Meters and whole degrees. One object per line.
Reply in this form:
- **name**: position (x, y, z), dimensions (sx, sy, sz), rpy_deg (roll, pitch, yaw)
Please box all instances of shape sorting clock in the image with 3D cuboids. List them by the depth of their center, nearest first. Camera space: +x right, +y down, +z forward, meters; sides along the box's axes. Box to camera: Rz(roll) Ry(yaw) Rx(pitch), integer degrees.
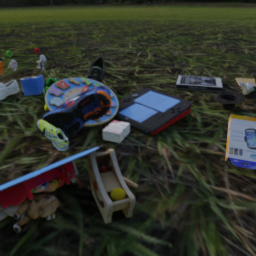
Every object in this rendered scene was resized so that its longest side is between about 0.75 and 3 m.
- **shape sorting clock**: position (-1.662, -1.050, 10.302), dimensions (2.665, 0.523, 2.665), rpy_deg (7, 42, -6)

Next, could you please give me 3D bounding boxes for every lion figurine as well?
- **lion figurine**: position (-2.302, 1.679, 5.773), dimensions (1.606, 0.582, 0.984), rpy_deg (2, 17, 15)

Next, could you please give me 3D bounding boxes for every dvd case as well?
- **dvd case**: position (3.516, -2.216, 13.910), dimensions (2.139, 0.264, 1.607), rpy_deg (7, 27, 12)

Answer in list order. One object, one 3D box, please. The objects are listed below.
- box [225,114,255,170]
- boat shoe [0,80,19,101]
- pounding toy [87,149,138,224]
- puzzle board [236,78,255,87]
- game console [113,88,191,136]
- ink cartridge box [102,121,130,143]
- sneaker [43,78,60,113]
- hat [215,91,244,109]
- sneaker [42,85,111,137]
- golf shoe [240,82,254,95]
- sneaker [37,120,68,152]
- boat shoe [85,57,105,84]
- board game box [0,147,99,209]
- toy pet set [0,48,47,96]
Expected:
- **box**: position (3.013, 0.387, 7.213), dimensions (0.872, 0.304, 1.464), rpy_deg (10, 64, 11)
- **boat shoe**: position (-5.633, -1.661, 12.341), dimensions (0.676, 0.662, 1.910), rpy_deg (9, 28, 18)
- **pounding toy**: position (-0.249, 1.097, 6.289), dimensions (1.135, 1.132, 1.979), rpy_deg (-10, 29, -20)
- **puzzle board**: position (6.364, -2.234, 14.098), dimensions (1.639, 0.143, 1.235), rpy_deg (4, 28, 10)
- **game console**: position (0.743, -0.728, 10.506), dimensions (2.360, 0.414, 2.668), rpy_deg (-27, 36, -33)
- **ink cartridge box**: position (-0.384, 0.116, 9.127), dimensions (0.620, 0.350, 0.846), rpy_deg (11, 28, 20)
- **sneaker**: position (-2.984, -1.627, 11.742), dimensions (1.050, 1.146, 2.691), rpy_deg (-5, 27, -11)
- **hat**: position (4.087, -1.054, 11.354), dimensions (1.214, 0.490, 1.214), rpy_deg (-6, 30, 4)
- **sneaker**: position (-1.586, -0.526, 8.898), dimensions (2.717, 1.023, 1.066), rpy_deg (-20, 27, 24)
- **golf shoe**: position (5.574, -1.814, 12.933), dimensions (0.575, 0.463, 1.183), rpy_deg (12, 29, 11)
- **sneaker**: position (-2.102, 0.134, 7.976), dimensions (1.186, 0.453, 0.447), rpy_deg (41, 34, 11)
- **boat shoe**: position (-1.544, -2.448, 12.944), dimensions (0.936, 0.861, 2.620), rpy_deg (15, 39, -9)
- **board game box**: position (-1.861, 1.205, 6.034), dimensions (2.871, 0.559, 2.268), rpy_deg (-22, 1, -23)
- **toy pet set**: position (-4.561, -2.493, 12.562), dimensions (2.128, 1.987, 1.130), rpy_deg (-22, 25, -37)
